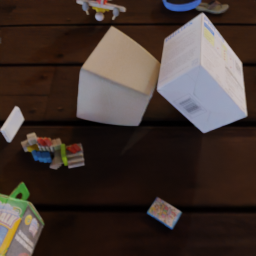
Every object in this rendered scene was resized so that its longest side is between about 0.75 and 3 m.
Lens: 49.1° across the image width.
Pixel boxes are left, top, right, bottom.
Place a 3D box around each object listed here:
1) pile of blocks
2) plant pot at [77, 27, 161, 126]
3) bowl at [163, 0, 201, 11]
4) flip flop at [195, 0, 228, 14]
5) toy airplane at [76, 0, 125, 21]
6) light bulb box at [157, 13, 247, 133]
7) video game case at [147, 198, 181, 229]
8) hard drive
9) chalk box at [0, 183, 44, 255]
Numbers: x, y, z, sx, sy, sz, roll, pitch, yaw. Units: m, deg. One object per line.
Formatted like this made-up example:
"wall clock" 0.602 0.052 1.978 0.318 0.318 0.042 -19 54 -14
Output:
"pile of blocks" -2.643 0.766 9.565 2.380 0.740 0.977 9 53 7
"plant pot" -0.228 -1.578 10.411 2.335 2.638 2.635 24 55 2
"bowl" 3.057 -7.327 15.831 2.224 0.437 2.224 -6 51 7
"flip flop" 4.619 -6.793 15.527 1.843 0.530 0.747 13 54 10
"toy airplane" -1.405 -6.338 14.655 1.960 1.383 1.951 23 22 32
"light bulb box" 2.699 -1.909 10.092 1.789 2.841 2.866 -26 38 39
"video game case" 1.103 2.587 8.537 0.871 0.078 0.624 29 52 19
"hard drive" -4.223 -0.124 10.257 0.147 0.728 1.104 10 53 8
"chalk box" -3.468 2.790 7.399 1.706 1.715 2.756 10 52 7
